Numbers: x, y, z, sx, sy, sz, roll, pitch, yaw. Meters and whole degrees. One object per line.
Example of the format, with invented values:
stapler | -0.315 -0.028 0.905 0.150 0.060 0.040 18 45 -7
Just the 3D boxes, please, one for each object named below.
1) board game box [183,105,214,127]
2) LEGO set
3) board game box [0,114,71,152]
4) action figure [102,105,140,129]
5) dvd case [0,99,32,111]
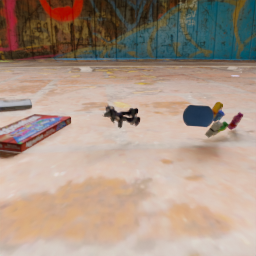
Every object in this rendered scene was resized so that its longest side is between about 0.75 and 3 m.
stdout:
board game box | 1.937 -0.358 7.754 0.830 0.655 0.162 4 29 10
LEGO set | 2.698 -0.346 8.125 1.785 0.733 0.681 -14 49 -46
board game box | -2.923 0.057 8.262 1.407 0.266 2.733 3 17 15
action figure | -0.205 -0.316 7.787 1.171 0.406 0.762 2 54 -36
dvd case | -5.035 -0.962 11.700 1.887 0.166 1.346 -7 19 -20
